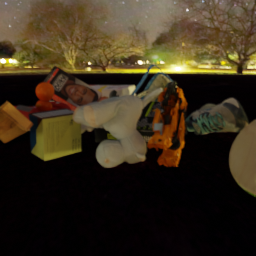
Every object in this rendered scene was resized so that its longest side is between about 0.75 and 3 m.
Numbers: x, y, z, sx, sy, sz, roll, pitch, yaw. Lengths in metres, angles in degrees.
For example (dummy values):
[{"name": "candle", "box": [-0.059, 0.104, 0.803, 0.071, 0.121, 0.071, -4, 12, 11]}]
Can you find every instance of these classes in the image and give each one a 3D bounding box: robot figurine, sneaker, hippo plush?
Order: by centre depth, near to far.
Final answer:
[{"name": "hippo plush", "box": [-0.213, 0.073, 6.958, 2.055, 1.653, 1.637, -16, 9, -14]}, {"name": "robot figurine", "box": [1.037, -0.162, 6.960, 0.594, 1.481, 2.042, -5, 50, 27]}, {"name": "sneaker", "box": [2.675, -0.151, 8.872, 1.214, 1.091, 2.811, -25, 2, -9]}]

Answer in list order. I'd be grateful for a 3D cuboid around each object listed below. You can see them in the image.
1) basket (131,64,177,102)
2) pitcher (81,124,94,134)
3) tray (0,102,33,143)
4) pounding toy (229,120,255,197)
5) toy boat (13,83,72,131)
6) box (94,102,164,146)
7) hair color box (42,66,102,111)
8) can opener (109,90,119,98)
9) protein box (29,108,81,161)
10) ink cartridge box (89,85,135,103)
[{"name": "basket", "box": [1.266, -1.726, 13.113, 2.129, 1.877, 1.481, 25, 15, -46]}, {"name": "pitcher", "box": [-1.664, -0.211, 9.430, 0.598, 0.846, 0.986, -24, -5, 29]}, {"name": "tray", "box": [-2.995, -0.079, 6.852, 1.543, 0.761, 0.286, -19, 33, 46]}, {"name": "pounding toy", "box": [3.404, 0.588, 5.377, 2.585, 1.200, 1.996, -32, 34, 23]}, {"name": "toy boat", "box": [-2.914, -0.759, 9.724, 1.623, 1.626, 2.487, 11, 6, 13]}, {"name": "box", "box": [0.478, -0.231, 9.412, 2.514, 0.619, 2.603, 1, 25, 14]}, {"name": "hair color box", "box": [-2.336, -1.446, 11.523, 2.264, 1.149, 0.693, 30, -20, -4]}, {"name": "can opener", "box": [-0.656, -0.887, 11.163, 0.406, 0.513, 1.543, -33, 31, 33]}, {"name": "protein box", "box": [-1.966, 0.141, 7.616, 1.142, 1.134, 0.771, -13, 23, -42]}, {"name": "ink cartridge box", "box": [-1.193, -1.458, 13.723, 2.770, 1.155, 2.011, 3, 15, 18]}]
